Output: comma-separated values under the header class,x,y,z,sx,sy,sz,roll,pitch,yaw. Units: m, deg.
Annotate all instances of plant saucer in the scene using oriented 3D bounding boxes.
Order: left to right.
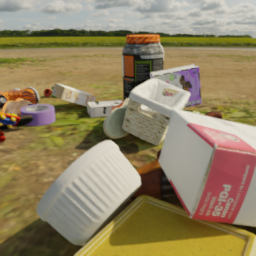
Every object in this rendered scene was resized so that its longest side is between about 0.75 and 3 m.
class,x,y,z,sx,sy,sz,roll,pitch,yaw
plant saucer,0.495,1.787,3.603,2.542,0.616,2.542,12,22,31

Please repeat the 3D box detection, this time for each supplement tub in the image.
class,x,y,z,sx,sy,sz,roll,pitch,yaw
supplement tub,0.632,-2.450,11.971,1.766,2.882,1.766,-1,20,0

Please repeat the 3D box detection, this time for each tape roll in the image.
class,x,y,z,sx,sy,sz,roll,pitch,yaw
tape roll,-3.236,-0.472,10.049,1.162,0.494,1.162,0,19,0

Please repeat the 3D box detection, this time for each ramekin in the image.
class,x,y,z,sx,sy,sz,roll,pitch,yaw
ramekin,-0.521,1.045,4.335,0.832,1.585,1.585,43,34,13

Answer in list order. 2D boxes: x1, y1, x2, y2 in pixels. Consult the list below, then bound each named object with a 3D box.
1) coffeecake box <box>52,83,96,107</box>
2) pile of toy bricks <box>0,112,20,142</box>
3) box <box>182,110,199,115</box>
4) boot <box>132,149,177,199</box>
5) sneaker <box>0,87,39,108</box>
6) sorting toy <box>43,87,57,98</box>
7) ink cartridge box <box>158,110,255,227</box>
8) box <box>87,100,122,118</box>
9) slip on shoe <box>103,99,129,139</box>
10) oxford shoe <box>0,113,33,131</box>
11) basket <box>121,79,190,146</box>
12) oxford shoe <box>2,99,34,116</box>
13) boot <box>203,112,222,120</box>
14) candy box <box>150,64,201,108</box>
class,x,y,z,sx,sy,sz,roll,pitch,yaw
coffeecake box,-2.267,-1.350,11.706,1.452,0.531,1.115,13,8,-37
pile of toy bricks,-4.246,-0.368,7.801,2.051,1.138,1.013,17,25,-48
box,2.072,-0.517,10.553,0.700,0.176,0.970,-20,25,-41
boot,0.067,1.017,6.118,1.903,0.651,1.791,-6,26,6
sneaker,-4.753,-1.187,11.807,2.152,0.835,1.206,3,21,39
sorting toy,-3.661,-1.696,13.651,0.894,0.537,0.367,11,-13,9
ink cartridge box,2.190,0.697,4.806,2.821,1.168,2.067,11,14,-10
box,-0.851,-0.751,10.925,1.396,0.420,0.814,-6,21,-14
slip on shoe,-0.314,-0.289,9.197,0.757,0.916,2.473,-21,17,23
oxford shoe,-3.764,-0.304,9.207,1.220,0.443,0.515,-10,63,-11
basket,0.873,-0.538,8.626,1.412,1.285,2.082,26,29,14
oxford shoe,-4.105,-0.691,10.491,0.667,0.652,1.830,11,23,2
boot,2.704,-0.088,9.011,1.330,0.484,1.413,-4,21,-12
candy box,1.854,-1.526,10.919,1.797,1.508,0.643,-12,23,-3
